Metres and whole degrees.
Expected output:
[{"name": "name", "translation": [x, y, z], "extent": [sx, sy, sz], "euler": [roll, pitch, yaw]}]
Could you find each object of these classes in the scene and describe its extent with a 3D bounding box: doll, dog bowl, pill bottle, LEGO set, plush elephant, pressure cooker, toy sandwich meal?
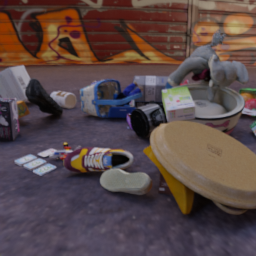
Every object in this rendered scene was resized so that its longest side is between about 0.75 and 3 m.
[{"name": "doll", "translation": [-0.105, -1.244, 12.056], "extent": [1.623, 1.108, 0.393], "euler": [-42, -13, -4]}, {"name": "dog bowl", "translation": [2.560, -0.579, 9.809], "extent": [2.762, 1.019, 2.762], "euler": [-3, 31, 2]}, {"name": "pill bottle", "translation": [-3.289, -1.435, 14.034], "extent": [1.330, 0.761, 0.761], "euler": [15, 22, 39]}, {"name": "LEGO set", "translation": [-2.066, 0.702, 7.564], "extent": [1.163, 0.382, 1.557], "euler": [14, 24, 37]}, {"name": "plush elephant", "translation": [3.017, -1.901, 9.932], "extent": [2.054, 2.494, 1.931], "euler": [5, 45, -26]}, {"name": "pressure cooker", "translation": [0.777, -0.297, 9.411], "extent": [1.182, 1.040, 1.056], "euler": [-17, 50, -31]}, {"name": "toy sandwich meal", "translation": [1.564, 0.811, 5.961], "extent": [2.915, 0.998, 2.915], "euler": [16, 28, -9]}]

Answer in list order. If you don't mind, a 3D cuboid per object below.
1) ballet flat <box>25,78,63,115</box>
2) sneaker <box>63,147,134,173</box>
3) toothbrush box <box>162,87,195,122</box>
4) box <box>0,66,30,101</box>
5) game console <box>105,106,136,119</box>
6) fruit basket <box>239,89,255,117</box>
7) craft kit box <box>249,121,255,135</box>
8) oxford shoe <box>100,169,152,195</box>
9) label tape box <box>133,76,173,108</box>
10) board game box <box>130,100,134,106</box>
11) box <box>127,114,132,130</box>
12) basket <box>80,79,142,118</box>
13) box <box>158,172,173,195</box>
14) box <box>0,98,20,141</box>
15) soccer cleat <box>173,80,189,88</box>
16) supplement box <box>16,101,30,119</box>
[{"name": "ballet flat", "translation": [-3.237, -1.093, 11.273], "extent": [0.968, 0.827, 2.913], "euler": [5, -12, 4]}, {"name": "sneaker", "translation": [-0.692, 0.745, 6.631], "extent": [1.653, 0.620, 0.745], "euler": [-5, -2, -13]}, {"name": "toothbrush box", "translation": [1.542, -0.750, 8.716], "extent": [0.834, 0.493, 1.146], "euler": [-8, 40, 4]}, {"name": "box", "translation": [-5.688, -2.125, 14.223], "extent": [1.121, 1.706, 1.715], "euler": [-22, 14, 8]}, {"name": "game console", "translation": [-0.344, -0.736, 11.764], "extent": [1.111, 0.948, 0.657], "euler": [-1, 49, -17]}, {"name": "fruit basket", "translation": [5.604, -0.979, 12.557], "extent": [2.191, 1.109, 2.366], "euler": [11, 35, 33]}, {"name": "craft kit box", "translation": [4.754, -0.235, 9.224], "extent": [0.339, 1.379, 1.396], "euler": [45, 20, -3]}, {"name": "oxford shoe", "translation": [-0.056, 1.164, 5.943], "extent": [1.371, 0.515, 0.396], "euler": [-4, -32, 40]}, {"name": "label tape box", "translation": [1.339, -1.643, 13.204], "extent": [2.144, 1.546, 0.679], "euler": [1, 50, 4]}, {"name": "board game box", "translation": [0.880, -1.604, 15.302], "extent": [2.130, 0.365, 1.432], "euler": [-10, 19, -31]}, {"name": "box", "translation": [0.872, -0.286, 10.902], "extent": [1.716, 0.335, 1.174], "euler": [-2, 18, -9]}, {"name": "basket", "translation": [-0.796, -1.263, 11.966], "extent": [2.296, 1.597, 2.025], "euler": [7, 17, 28]}, {"name": "box", "translation": [0.938, 1.109, 6.234], "extent": [0.474, 0.355, 0.946], "euler": [3, 19, 8]}, {"name": "box", "translation": [-4.081, -0.288, 9.235], "extent": [0.741, 1.291, 0.853], "euler": [0, 15, -6]}, {"name": "soccer cleat", "translation": [2.191, -2.335, 16.446], "extent": [2.919, 1.116, 0.974], "euler": [10, 19, 28]}, {"name": "supplement box", "translation": [-4.679, -0.746, 11.387], "extent": [0.609, 0.630, 1.832], "euler": [-30, 25, -34]}]
